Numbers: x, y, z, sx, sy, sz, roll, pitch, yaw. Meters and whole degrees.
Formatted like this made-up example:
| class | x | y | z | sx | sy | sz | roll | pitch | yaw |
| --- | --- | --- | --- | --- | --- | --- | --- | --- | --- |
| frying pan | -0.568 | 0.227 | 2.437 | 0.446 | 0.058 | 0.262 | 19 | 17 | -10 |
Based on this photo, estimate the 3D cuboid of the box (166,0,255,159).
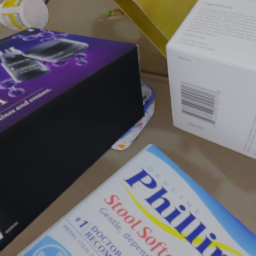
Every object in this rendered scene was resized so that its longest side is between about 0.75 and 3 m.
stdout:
| class | x | y | z | sx | sy | sz | roll | pitch | yaw |
| --- | --- | --- | --- | --- | --- | --- | --- | --- | --- |
| box | 1.438 | -0.550 | 3.443 | 1.606 | 1.597 | 1.049 | 23 | 66 | 25 |

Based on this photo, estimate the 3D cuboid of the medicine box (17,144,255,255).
| class | x | y | z | sx | sy | sz | roll | pitch | yaw |
| --- | --- | --- | --- | --- | --- | --- | --- | --- | --- |
| medicine box | 0.191 | 1.649 | 3.161 | 2.049 | 1.158 | 2.250 | 42 | 48 | 13 |

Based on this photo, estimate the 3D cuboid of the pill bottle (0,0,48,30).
| class | x | y | z | sx | sy | sz | roll | pitch | yaw |
| --- | --- | --- | --- | --- | --- | --- | --- | --- | --- |
| pill bottle | -2.321 | -2.459 | 6.054 | 1.177 | 0.664 | 0.664 | 15 | 56 | 38 |

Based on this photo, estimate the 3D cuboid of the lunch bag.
| class | x | y | z | sx | sy | sz | roll | pitch | yaw |
| --- | --- | --- | --- | --- | --- | --- | --- | --- | --- |
| lunch bag | -0.577 | -0.607 | 7.219 | 2.424 | 0.916 | 1.942 | 30 | 64 | 19 |

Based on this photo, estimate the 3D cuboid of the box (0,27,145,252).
| class | x | y | z | sx | sy | sz | roll | pitch | yaw |
| --- | --- | --- | --- | --- | --- | --- | --- | --- | --- |
| box | -1.481 | -0.096 | 3.275 | 2.085 | 1.165 | 2.954 | 17 | 42 | 32 |

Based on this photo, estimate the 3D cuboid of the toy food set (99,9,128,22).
| class | x | y | z | sx | sy | sz | roll | pitch | yaw |
| --- | --- | --- | --- | --- | --- | --- | --- | --- | --- |
| toy food set | -0.208 | -2.963 | 7.279 | 1.090 | 0.219 | 0.753 | -6 | 18 | 3 |

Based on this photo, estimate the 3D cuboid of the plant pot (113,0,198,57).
| class | x | y | z | sx | sy | sz | roll | pitch | yaw |
| --- | --- | --- | --- | --- | --- | --- | --- | --- | --- |
| plant pot | 1.268 | -2.739 | 5.720 | 2.239 | 2.538 | 2.539 | -46 | 35 | 10 |
